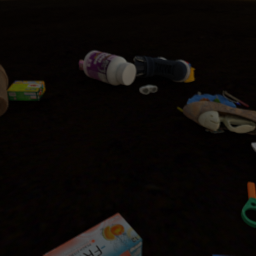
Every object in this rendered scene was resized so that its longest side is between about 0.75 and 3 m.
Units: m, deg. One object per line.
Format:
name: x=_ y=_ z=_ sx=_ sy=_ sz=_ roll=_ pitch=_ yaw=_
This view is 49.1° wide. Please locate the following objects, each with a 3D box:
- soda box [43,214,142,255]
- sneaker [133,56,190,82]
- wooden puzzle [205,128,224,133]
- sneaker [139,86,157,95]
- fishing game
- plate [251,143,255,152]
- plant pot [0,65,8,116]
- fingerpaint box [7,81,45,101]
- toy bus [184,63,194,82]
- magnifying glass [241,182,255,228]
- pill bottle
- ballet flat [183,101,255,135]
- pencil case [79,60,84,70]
soda box: x=-0.979 y=2.759 z=5.392 sx=2.601 sy=0.827 sz=0.889 roll=-22 pitch=39 yaw=-29
sneaker: x=1.496 y=-2.953 z=14.131 sx=2.145 sy=1.128 sz=2.968 roll=-7 pitch=21 yaw=-31
wooden puzzle: x=3.264 y=0.044 z=10.508 sx=0.801 sy=0.056 sz=0.475 roll=-5 pitch=32 yaw=-10
sneaker: x=0.888 y=-1.830 z=13.322 sx=0.938 sy=0.365 sz=0.466 roll=-8 pitch=25 yaw=-30
fishing game: x=3.558 y=-1.028 z=11.880 sx=2.885 sy=0.448 sz=2.066 roll=-17 pitch=39 yaw=-23
plate: x=5.127 y=1.120 z=8.509 sx=2.063 sy=0.333 sz=2.059 roll=-2 pitch=31 yaw=-4
plant pot: x=-5.743 y=-1.384 z=11.237 sx=2.208 sy=2.208 sz=1.926 roll=-21 pitch=56 yaw=-30
fingerpaint box: x=-4.672 y=-1.709 z=12.909 sx=1.370 sy=0.503 sz=1.143 roll=0 pitch=33 yaw=0
toy bus: x=2.893 y=-2.951 z=14.449 sx=0.718 sy=1.016 sz=1.059 roll=-17 pitch=34 yaw=-23
magnifying glass: x=3.259 y=1.972 z=7.308 sx=0.592 sy=0.166 sz=1.487 roll=9 pitch=32 yaw=14
pill bottle: x=-0.916 y=-2.948 z=14.024 sx=2.533 sy=1.422 sz=1.422 roll=22 pitch=38 yaw=32
ballet flat: x=3.476 y=-0.316 z=10.198 sx=2.944 sy=1.002 sz=0.990 roll=6 pitch=43 yaw=5
pencil case: x=-2.062 y=-3.448 z=15.661 sx=1.391 sy=0.576 sz=0.602 roll=10 pitch=42 yaw=15
